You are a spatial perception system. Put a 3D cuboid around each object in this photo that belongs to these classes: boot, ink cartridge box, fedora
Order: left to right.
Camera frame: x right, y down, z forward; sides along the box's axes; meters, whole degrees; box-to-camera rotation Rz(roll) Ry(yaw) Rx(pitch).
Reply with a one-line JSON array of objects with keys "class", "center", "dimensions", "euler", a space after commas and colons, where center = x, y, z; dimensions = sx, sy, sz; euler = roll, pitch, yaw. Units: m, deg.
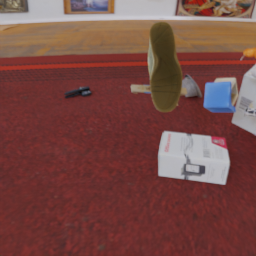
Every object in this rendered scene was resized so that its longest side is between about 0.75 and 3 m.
[{"class": "boot", "center": [1.169, -1.881, 9.600], "dimensions": [1.006, 2.791, 2.158], "euler": [-5, -1, 3]}, {"class": "fedora", "center": [3.228, -2.106, 14.961], "dimensions": [0.694, 1.360, 1.538], "euler": [-30, 44, 6]}, {"class": "ink cartridge box", "center": [2.140, 0.951, 9.391], "dimensions": [2.156, 0.899, 1.566], "euler": [6, 29, 11]}]

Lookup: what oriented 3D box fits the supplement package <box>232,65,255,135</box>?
[{"class": "supplement package", "center": [5.072, -1.133, 8.878], "dimensions": [2.048, 2.063, 2.719], "euler": [34, 59, 31]}]

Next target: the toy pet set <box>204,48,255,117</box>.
[{"class": "toy pet set", "center": [3.030, -0.963, 7.425], "dimensions": [1.839, 1.970, 1.046], "euler": [3, 39, 36]}]

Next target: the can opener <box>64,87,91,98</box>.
[{"class": "can opener", "center": [-2.742, -1.925, 15.142], "dimensions": [1.476, 0.468, 0.580], "euler": [-12, 32, -22]}]

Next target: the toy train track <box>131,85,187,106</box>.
[{"class": "toy train track", "center": [1.119, -1.340, 10.329], "dimensions": [2.216, 0.361, 1.271], "euler": [0, 69, -22]}]
